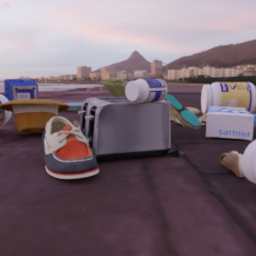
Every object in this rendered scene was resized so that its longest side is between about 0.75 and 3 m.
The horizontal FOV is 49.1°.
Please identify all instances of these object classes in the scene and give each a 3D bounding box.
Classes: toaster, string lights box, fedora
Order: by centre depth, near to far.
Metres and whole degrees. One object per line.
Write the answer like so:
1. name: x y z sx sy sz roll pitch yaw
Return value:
1. toaster: -0.064 -0.057 7.573 2.394 1.420 2.165 -3 11 -19
2. fedora: -3.202 -0.335 9.732 2.521 1.028 2.521 -2 -4 0
3. string lights box: 3.636 -0.235 10.240 1.448 0.831 2.819 4 10 16

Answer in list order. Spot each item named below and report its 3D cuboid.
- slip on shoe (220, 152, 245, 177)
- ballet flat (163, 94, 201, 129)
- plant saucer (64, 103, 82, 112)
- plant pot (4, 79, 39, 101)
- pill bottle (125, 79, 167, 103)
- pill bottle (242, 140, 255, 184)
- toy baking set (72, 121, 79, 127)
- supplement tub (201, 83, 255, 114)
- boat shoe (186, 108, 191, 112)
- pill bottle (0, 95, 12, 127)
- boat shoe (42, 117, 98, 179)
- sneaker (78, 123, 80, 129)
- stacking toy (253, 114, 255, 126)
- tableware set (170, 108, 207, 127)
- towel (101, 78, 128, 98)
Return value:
1. slip on shoe: 2.174 0.726 5.844 0.369 0.463 1.219 -2 7 12
2. ballet flat: 1.770 -0.459 9.525 0.594 0.594 1.679 -11 51 -49
3. plant saucer: -3.056 -1.306 17.714 2.359 0.454 2.359 -1 10 0
4. plant pot: -6.808 -2.083 18.072 1.979 1.979 1.779 -5 17 -30
5. pill bottle: 0.424 -0.871 6.566 0.949 0.549 0.549 -9 13 -42
6. pill bottle: 2.637 0.721 4.221 1.022 1.022 1.766 -3 10 -16
7. toy baking set: -1.558 0.051 10.035 1.072 0.125 0.823 29 8 7
8. supplement tub: 5.262 -1.510 14.875 2.470 1.796 1.796 1 10 4
9. boat shoe: 2.652 -0.639 13.002 0.378 0.340 1.051 -32 -12 -10
10. pill bottle: -5.247 -0.495 9.643 1.590 1.590 2.744 1 9 3
11. boat shoe: -1.417 0.386 6.470 1.050 0.923 2.951 -1 10 -22
12. sneaker: -0.807 -0.130 9.108 0.724 0.702 1.984 39 41 20
13. stacking toy: 5.557 -0.305 12.150 0.478 0.505 0.870 5 0 20
14. tableware set: 2.823 -0.500 13.133 2.370 0.329 2.838 -11 19 -27
15. towel: -0.212 -1.978 16.766 2.094 0.515 2.823 13 -27 49
